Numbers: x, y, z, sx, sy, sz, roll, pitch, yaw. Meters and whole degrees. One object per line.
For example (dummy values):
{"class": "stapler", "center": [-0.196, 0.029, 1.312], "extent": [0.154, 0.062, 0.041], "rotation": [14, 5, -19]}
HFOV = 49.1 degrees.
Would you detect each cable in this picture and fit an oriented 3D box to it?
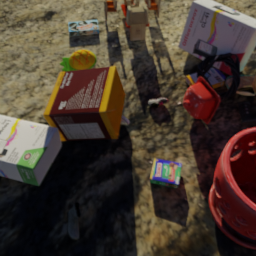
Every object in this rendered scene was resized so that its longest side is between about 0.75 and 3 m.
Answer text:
{"class": "cable", "center": [3.617, -2.048, 11.292], "extent": [1.679, 0.523, 2.058], "rotation": [3, 79, 17]}

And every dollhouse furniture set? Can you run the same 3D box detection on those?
{"class": "dollhouse furniture set", "center": [0.237, -5.856, 14.448], "extent": [2.908, 1.498, 2.876], "rotation": [-6, 43, -6]}

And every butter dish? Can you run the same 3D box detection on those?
{"class": "butter dish", "center": [2.527, -0.952, 10.486], "extent": [1.046, 1.415, 1.411], "rotation": [-13, 53, -22]}

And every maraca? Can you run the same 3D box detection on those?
{"class": "maraca", "center": [-2.194, -2.911, 12.390], "extent": [1.615, 0.864, 1.107], "rotation": [-20, 64, -9]}

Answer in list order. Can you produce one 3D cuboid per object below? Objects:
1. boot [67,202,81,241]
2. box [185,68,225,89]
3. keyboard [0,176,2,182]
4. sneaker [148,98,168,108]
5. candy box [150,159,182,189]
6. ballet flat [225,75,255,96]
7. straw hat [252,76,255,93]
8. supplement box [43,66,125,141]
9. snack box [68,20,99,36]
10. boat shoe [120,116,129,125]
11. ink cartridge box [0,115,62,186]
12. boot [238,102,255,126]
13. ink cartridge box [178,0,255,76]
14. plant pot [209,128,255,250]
{"class": "boot", "center": [-1.571, 2.749, 8.274], "extent": [0.329, 0.636, 0.973], "rotation": [6, 47, -31]}
{"class": "box", "center": [3.386, -2.060, 12.096], "extent": [1.566, 0.325, 0.932], "rotation": [-18, 55, -16]}
{"class": "keyboard", "center": [-4.542, 1.629, 9.482], "extent": [0.537, 0.115, 0.895], "rotation": [1, 52, -7]}
{"class": "sneaker", "center": [1.222, -0.970, 11.299], "extent": [0.805, 0.297, 0.352], "rotation": [-8, 55, -1]}
{"class": "candy box", "center": [1.261, 1.516, 9.373], "extent": [0.953, 0.367, 0.806], "rotation": [9, 57, 11]}
{"class": "ballet flat", "center": [5.378, -1.782, 11.680], "extent": [2.602, 0.886, 0.875], "rotation": [-7, 74, 1]}
{"class": "straw hat", "center": [6.042, -1.510, 10.450], "extent": [2.435, 2.435, 1.030], "rotation": [-1, 55, -1]}
{"class": "supplement box", "center": [-1.474, -0.865, 10.175], "extent": [2.249, 1.493, 2.218], "rotation": [-3, 52, 15]}
{"class": "snack box", "center": [-2.283, -5.140, 14.389], "extent": [1.515, 0.281, 0.880], "rotation": [-7, 54, -5]}
{"class": "boat shoe", "center": [-0.556, -0.313, 10.720], "extent": [1.240, 0.446, 0.407], "rotation": [23, 61, 18]}
{"class": "ink cartridge box", "center": [-3.824, 0.691, 9.500], "extent": [2.502, 1.051, 1.812], "rotation": [12, 49, 9]}
{"class": "boot", "center": [4.795, -0.571, 10.970], "extent": [0.823, 0.328, 0.999], "rotation": [1, 50, 7]}
{"class": "ink cartridge box", "center": [3.955, -3.967, 12.203], "extent": [2.999, 2.213, 1.284], "rotation": [36, 44, 24]}
{"class": "plant pot", "center": [3.730, 1.774, 7.826], "extent": [2.828, 2.575, 2.828], "rotation": [0, 54, 0]}
